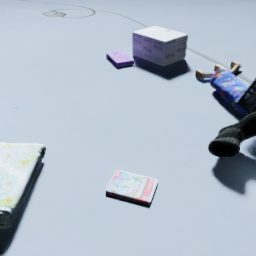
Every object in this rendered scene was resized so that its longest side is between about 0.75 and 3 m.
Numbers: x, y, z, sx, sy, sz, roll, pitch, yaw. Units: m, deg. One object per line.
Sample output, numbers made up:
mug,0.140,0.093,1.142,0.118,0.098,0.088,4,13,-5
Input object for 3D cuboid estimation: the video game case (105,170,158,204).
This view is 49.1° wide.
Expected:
video game case,0.098,1.376,6.624,1.061,0.093,0.759,11,35,16

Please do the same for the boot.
boot,2.929,0.193,7.252,1.588,0.598,1.187,-32,-1,35

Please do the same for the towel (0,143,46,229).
towel,-3.285,1.186,6.501,2.120,0.596,2.477,3,34,0

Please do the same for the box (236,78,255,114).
box,4.818,-0.864,8.193,2.222,1.377,2.184,-31,67,-37

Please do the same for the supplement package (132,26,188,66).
supplement package,1.520,-4.047,13.683,1.670,1.189,2.145,-27,43,-33

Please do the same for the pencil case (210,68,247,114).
pencil case,3.777,-1.368,10.022,0.911,0.819,2.098,-27,37,4

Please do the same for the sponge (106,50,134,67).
sponge,-0.416,-3.372,13.556,0.867,0.232,1.555,-13,36,-19

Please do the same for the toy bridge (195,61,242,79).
toy bridge,4.075,-2.462,12.129,2.352,0.320,0.791,-17,40,-24
